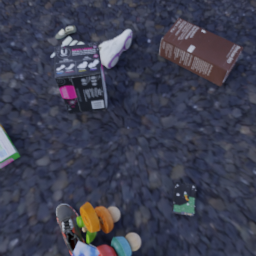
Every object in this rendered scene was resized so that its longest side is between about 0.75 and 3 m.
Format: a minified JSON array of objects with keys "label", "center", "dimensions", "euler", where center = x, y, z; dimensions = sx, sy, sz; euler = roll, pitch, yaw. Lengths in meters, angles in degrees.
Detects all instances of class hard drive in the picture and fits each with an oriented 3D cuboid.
[{"label":"hard drive","center":[1.627,2.046,8.115],"dimensions":[0.629,0.170,0.900],"euler":[8,63,4]}]

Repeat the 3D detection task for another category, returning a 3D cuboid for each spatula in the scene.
[{"label":"spatula","center":[-2.306,-2.947,10.636],"dimensions":[0.831,0.096,1.195],"euler":[31,67,13]}]

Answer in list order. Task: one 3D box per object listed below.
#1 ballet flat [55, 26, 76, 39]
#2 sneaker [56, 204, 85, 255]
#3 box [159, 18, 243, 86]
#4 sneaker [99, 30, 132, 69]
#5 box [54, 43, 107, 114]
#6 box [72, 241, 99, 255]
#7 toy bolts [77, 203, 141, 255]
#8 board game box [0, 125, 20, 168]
[{"label":"ballet flat","center":[-2.455,-3.765,10.935],"dimensions":[0.878,0.280,0.296],"euler":[-27,67,-13]},{"label":"sneaker","center":[-1.550,2.703,7.539],"dimensions":[0.571,0.607,1.481],"euler":[-26,67,-11]},{"label":"box","center":[2.552,-2.739,10.065],"dimensions":[2.592,0.971,1.298],"euler":[31,67,12]},{"label":"sneaker","center":[-0.528,-3.076,10.364],"dimensions":[0.918,0.690,1.843],"euler":[30,67,14]},{"label":"box","center":[-1.427,-1.505,8.810],"dimensions":[1.364,2.064,1.184],"euler":[-7,64,-4]},{"label":"box","center":[-0.456,3.945,6.936],"dimensions":[2.317,0.552,1.413],"euler":[20,65,9]},{"label":"toy bolts","center":[-0.418,2.524,7.019],"dimensions":[1.131,1.558,1.631],"euler":[-20,54,-27]},{"label":"board game box","center":[-4.483,0.806,8.624],"dimensions":[1.778,0.359,1.361],"euler":[-33,68,-15]}]
